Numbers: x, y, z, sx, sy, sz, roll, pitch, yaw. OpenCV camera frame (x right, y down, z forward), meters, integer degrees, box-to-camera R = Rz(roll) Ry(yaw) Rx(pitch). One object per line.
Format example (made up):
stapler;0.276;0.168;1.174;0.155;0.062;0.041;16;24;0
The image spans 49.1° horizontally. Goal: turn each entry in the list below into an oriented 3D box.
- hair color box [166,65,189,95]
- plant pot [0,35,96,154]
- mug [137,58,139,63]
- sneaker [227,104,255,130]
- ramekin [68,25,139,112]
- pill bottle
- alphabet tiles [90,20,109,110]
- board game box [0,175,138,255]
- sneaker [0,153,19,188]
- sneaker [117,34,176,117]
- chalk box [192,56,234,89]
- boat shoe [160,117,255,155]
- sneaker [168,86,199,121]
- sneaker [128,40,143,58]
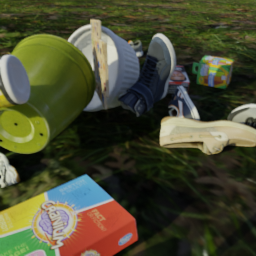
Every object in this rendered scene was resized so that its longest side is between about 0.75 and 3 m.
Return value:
hair color box;2.044;-2.158;12.311;0.997;0.601;1.964;2;33;1
plant pot;-2.495;-0.766;7.531;2.688;2.688;2.588;5;36;7
mug;-0.554;-2.700;12.521;1.822;1.369;2.053;14;32;17
sneaker;4.416;-0.148;8.998;2.313;0.855;0.917;9;38;14
ramekin;-0.971;-2.034;10.079;2.922;2.922;1.534;25;16;33
pill bottle;-2.703;-0.730;5.090;1.565;0.894;0.894;-11;32;5
alphabet tiles;-0.851;-1.930;8.264;0.106;2.337;2.796;-6;23;-12
board game box;-1.510;2.067;5.464;2.713;0.547;2.076;-21;28;-30
sneaker;-3.372;1.101;7.370;0.544;0.469;1.240;-26;40;-34
sneaker;0.530;-1.449;8.527;0.936;2.463;1.780;36;56;28
chalk box;3.675;-2.513;12.464;1.694;1.057;1.050;14;35;23
boat shoe;2.378;0.345;8.236;2.887;1.042;0.938;7;70;3
sneaker;1.788;-0.780;9.815;0.847;0.837;2.134;-22;28;9
sneaker;-0.201;-4.189;15.201;2.307;0.915;0.853;-24;42;-31
